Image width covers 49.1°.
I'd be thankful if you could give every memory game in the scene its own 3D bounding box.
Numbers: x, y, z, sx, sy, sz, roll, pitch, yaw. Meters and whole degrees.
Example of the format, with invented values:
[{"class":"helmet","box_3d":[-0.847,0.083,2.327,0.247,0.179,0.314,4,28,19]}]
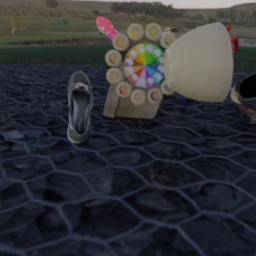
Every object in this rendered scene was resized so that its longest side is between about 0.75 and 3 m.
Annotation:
[{"class":"memory game","box_3d":[0.589,-2.155,9.632,2.832,2.832,0.180,-1,14,-2]}]

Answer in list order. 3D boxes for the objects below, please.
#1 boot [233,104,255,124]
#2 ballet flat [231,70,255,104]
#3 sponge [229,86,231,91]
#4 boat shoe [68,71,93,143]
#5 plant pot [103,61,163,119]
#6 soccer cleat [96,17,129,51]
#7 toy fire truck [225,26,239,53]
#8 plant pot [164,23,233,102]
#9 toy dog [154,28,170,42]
[{"class":"boot","box_3d":[6.038,-0.718,13.115,1.748,0.599,1.646,-4,22,-13]},{"class":"ballet flat","box_3d":[3.996,-1.367,8.604,0.812,0.950,2.858,-21,-5,-17]},{"class":"sponge","box_3d":[3.354,-1.794,11.064,1.674,0.934,0.250,-15,10,-24]},{"class":"boat shoe","box_3d":[-1.186,-0.614,7.105,0.668,1.998,0.569,6,-18,-20]},{"class":"plant pot","box_3d":[0.323,-1.510,12.953,2.294,2.644,2.644,16,23,-1]},{"class":"soccer cleat","box_3d":[-0.660,-3.791,11.399,0.563,1.689,0.646,-50,2,-16]},{"class":"toy fire truck","box_3d":[4.024,-3.443,10.964,0.227,0.932,0.657,-33,50,3]},{"class":"plant pot","box_3d":[1.962,-1.895,8.591,1.593,2.372,2.372,-6,22,0]},{"class":"toy dog","box_3d":[1.632,-4.116,12.511,0.459,0.629,0.954,0,14,-42]}]
